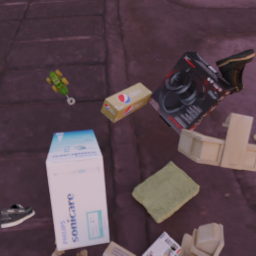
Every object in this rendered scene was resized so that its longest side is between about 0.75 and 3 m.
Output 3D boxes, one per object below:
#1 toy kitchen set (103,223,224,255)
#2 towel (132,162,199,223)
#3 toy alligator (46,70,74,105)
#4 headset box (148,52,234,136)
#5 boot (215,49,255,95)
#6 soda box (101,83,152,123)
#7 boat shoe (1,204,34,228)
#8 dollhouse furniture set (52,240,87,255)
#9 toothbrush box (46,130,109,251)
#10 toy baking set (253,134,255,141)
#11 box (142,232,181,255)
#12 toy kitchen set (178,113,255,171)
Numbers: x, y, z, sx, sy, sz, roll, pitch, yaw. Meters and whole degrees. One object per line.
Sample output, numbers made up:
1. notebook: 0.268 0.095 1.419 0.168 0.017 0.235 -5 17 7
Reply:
1. toy kitchen set: 0.740 2.596 6.060 1.992 1.801 2.208 26 15 12
2. towel: 1.413 2.339 10.356 2.197 0.401 1.630 -32 58 -25
3. toy alligator: -2.201 -1.377 9.057 0.510 0.370 1.539 -40 67 -1
4. headset box: 2.098 -1.107 10.114 1.946 2.615 1.010 49 34 15
5. boot: 3.724 -1.801 9.310 0.747 1.928 1.334 -21 97 -1
6. soda box: -0.022 -0.905 9.735 0.641 0.606 1.894 42 46 17
7. boat shoe: -2.157 1.666 5.531 0.379 1.055 0.357 -16 83 2
8. dollhouse furniture set: -1.304 3.150 6.706 0.910 0.777 1.756 34 11 -16
9. toothbrush box: -1.304 1.359 7.262 1.216 2.088 2.852 -5 11 -9
10. toy baking set: 6.512 0.813 11.652 2.710 0.315 2.080 5 51 4
11. box: 0.919 4.257 8.840 1.718 0.298 0.946 -36 59 -26
12. toy kitchen set: 2.822 0.275 8.658 1.883 1.536 1.699 10 6 -11
